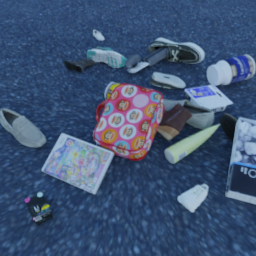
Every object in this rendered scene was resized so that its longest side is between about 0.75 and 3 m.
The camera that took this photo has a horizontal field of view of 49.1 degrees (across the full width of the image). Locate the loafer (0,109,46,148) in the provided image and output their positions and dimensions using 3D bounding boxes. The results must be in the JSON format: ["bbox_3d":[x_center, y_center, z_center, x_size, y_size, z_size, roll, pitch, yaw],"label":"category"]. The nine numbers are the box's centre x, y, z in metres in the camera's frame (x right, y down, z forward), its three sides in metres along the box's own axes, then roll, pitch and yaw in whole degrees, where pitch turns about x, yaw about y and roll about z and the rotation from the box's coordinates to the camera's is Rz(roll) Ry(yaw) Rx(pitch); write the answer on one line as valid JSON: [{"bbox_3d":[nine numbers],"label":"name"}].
[{"bbox_3d":[-4.074,-0.013,10.635,2.342,0.817,0.819,26,51,23],"label":"loafer"}]

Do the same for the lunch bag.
[{"bbox_3d":[-0.106,-0.307,10.287,2.362,1.099,2.682,16,67,20],"label":"lunch bag"}]

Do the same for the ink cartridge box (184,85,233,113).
[{"bbox_3d":[3.461,-1.252,12.159,1.541,0.334,1.527,-13,45,-19],"label":"ink cartridge box"}]

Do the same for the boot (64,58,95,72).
[{"bbox_3d":[-2.465,-3.278,14.211,1.292,0.447,1.124,24,43,17],"label":"boot"}]

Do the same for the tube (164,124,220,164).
[{"bbox_3d":[2.351,0.528,10.196,2.246,0.583,0.652,-27,24,-20],"label":"tube"}]

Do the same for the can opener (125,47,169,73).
[{"bbox_3d":[0.966,-3.514,13.934,2.547,0.852,0.679,-35,35,-20],"label":"can opener"}]

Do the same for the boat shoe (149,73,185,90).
[{"bbox_3d":[1.790,-2.064,12.802,1.712,0.545,0.605,12,46,-20],"label":"boat shoe"}]

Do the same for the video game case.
[{"bbox_3d":[-1.723,1.172,9.543,2.093,0.189,1.499,19,70,18],"label":"video game case"}]

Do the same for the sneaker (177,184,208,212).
[{"bbox_3d":[1.944,1.988,8.205,0.603,0.635,1.578,45,16,19],"label":"sneaker"}]

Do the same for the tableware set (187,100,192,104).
[{"bbox_3d":[2.619,-0.876,12.006,0.704,0.098,0.843,-30,54,-24],"label":"tableware set"}]

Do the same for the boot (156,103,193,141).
[{"bbox_3d":[1.488,-0.429,10.840,1.638,0.593,1.363,40,88,27],"label":"boot"}]

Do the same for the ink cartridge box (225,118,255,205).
[{"bbox_3d":[4.795,1.218,9.066,2.789,0.605,2.763,13,64,11],"label":"ink cartridge box"}]

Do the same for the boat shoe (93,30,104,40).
[{"bbox_3d":[-1.759,-5.415,16.336,0.365,0.324,0.992,-32,53,-28],"label":"boat shoe"}]

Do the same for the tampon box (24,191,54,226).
[{"bbox_3d":[-2.672,2.422,8.421,0.564,0.475,0.752,-26,56,-22],"label":"tampon box"}]

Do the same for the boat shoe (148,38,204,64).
[{"bbox_3d":[2.389,-3.802,14.324,2.948,1.042,0.939,23,48,32],"label":"boat shoe"}]

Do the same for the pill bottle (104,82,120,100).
[{"bbox_3d":[-0.146,-1.289,11.864,1.595,0.872,0.872,25,50,23],"label":"pill bottle"}]

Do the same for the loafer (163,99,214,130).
[{"bbox_3d":[2.131,-0.768,11.295,2.684,0.936,0.938,18,47,17],"label":"loafer"}]

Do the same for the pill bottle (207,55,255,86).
[{"bbox_3d":[4.748,-2.636,13.016,1.980,1.146,1.146,-17,48,-15],"label":"pill bottle"}]

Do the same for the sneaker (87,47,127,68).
[{"bbox_3d":[-0.979,-3.768,14.396,2.197,0.852,1.002,19,45,16],"label":"sneaker"}]

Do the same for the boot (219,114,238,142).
[{"bbox_3d":[4.686,0.086,10.671,1.475,0.826,2.133,-27,64,-30],"label":"boot"}]
